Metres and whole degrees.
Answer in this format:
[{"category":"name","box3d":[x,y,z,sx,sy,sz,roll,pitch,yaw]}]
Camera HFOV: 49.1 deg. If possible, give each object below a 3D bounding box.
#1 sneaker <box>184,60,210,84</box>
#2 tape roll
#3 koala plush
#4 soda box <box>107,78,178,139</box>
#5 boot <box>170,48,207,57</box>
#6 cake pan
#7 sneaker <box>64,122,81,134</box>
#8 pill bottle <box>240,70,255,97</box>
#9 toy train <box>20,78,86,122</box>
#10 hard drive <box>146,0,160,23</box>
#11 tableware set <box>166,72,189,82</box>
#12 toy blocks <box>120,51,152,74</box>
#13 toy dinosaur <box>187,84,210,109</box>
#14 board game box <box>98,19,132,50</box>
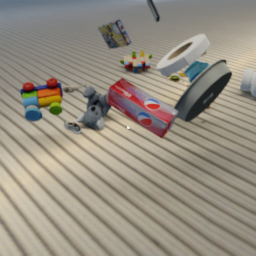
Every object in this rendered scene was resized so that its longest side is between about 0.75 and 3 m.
[{"category":"sneaker","box3d":[3.062,-1.663,10.575,1.598,0.973,2.447,42,19,-15]},{"category":"tape roll","box3d":[1.944,-2.612,10.072,2.042,0.373,2.042,-34,18,13]},{"category":"koala plush","box3d":[-1.409,-0.684,12.063,1.399,1.450,1.578,15,56,1]},{"category":"soda box","box3d":[0.333,-0.531,7.249,1.817,0.636,0.576,33,52,17]},{"category":"boot","box3d":[2.908,-3.484,12.285,1.831,0.660,1.416,-33,25,-34]},{"category":"cake pan","box3d":[2.295,-1.031,8.545,2.315,2.315,0.425,-29,66,-36]},{"category":"sneaker","box3d":[-2.323,-0.099,11.726,0.983,0.390,0.363,23,42,33]},{"category":"pill bottle","box3d":[6.995,-2.126,13.795,2.583,1.433,1.433,17,37,24]},{"category":"toy train","box3d":[-2.575,-1.016,10.050,2.380,1.007,1.377,-11,47,-11]},{"category":"hard drive","box3d":[1.172,-5.587,13.146,0.180,1.095,0.764,-25,2,7]},{"category":"tableware set","box3d":[3.130,-3.045,16.211,1.940,0.298,1.307,2,34,3]},{"category":"toy blocks","box3d":[0.521,-3.846,16.986,2.006,1.003,1.371,-3,45,-1]},{"category":"toy dinosaur","box3d":[3.414,-1.507,13.429,1.351,1.017,1.991,7,9,-18]},{"category":"board game box","box3d":[-0.641,-4.275,12.949,0.295,1.153,1.702,-42,28,-20]}]
